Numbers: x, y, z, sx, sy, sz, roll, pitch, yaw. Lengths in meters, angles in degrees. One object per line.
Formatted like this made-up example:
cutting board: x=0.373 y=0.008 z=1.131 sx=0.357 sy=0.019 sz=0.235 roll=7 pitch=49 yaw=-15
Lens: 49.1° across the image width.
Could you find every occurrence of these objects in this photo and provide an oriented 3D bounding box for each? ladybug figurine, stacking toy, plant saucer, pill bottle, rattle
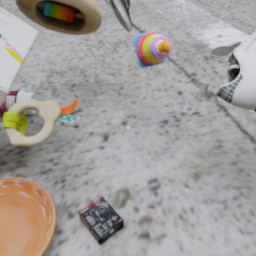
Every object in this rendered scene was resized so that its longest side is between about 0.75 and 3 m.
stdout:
ladybug figurine: x=-2.025 y=-3.667 z=8.344 sx=2.587 sy=1.756 sz=0.931 roll=12 pitch=66 yaw=-20
stacking toy: x=0.742 y=-1.987 z=6.936 sx=0.841 sy=0.889 sz=1.533 roll=-18 pitch=15 yaw=-8
plant saucer: x=-2.998 y=2.354 z=6.392 sx=2.717 sy=0.508 sz=2.717 roll=1 pitch=43 yaw=-1
pill bottle: x=-3.968 y=-0.857 z=9.638 sx=1.493 sy=0.852 sz=0.852 roll=2 pitch=42 yaw=2
rattle: x=-1.714 y=-0.103 z=5.854 sx=1.512 sy=1.080 sz=0.984 roll=-25 pitch=67 yaw=-14

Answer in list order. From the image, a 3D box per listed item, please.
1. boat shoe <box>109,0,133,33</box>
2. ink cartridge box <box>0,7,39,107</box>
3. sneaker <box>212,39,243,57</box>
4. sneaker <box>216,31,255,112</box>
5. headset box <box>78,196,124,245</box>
boat shoe: x=-0.186 y=-3.895 z=8.800 sx=0.580 sy=1.822 sz=0.644 roll=-37 pitch=41 yaw=-6
ink cartridge box: x=-3.604 y=-1.513 z=6.579 sx=1.854 sy=1.887 sz=2.563 roll=29 pitch=39 yaw=-25
sneaker: x=3.038 y=-2.472 z=8.573 sx=0.936 sy=0.357 sz=0.377 roll=-10 pitch=41 yaw=22
sneaker: x=2.881 y=-1.627 z=6.217 sx=1.154 sy=1.095 sz=2.867 roll=19 pitch=61 yaw=16
headset box: x=-0.676 y=2.163 z=6.695 sx=0.717 sy=0.372 sz=0.963 roll=-30 pitch=49 yaw=-29
